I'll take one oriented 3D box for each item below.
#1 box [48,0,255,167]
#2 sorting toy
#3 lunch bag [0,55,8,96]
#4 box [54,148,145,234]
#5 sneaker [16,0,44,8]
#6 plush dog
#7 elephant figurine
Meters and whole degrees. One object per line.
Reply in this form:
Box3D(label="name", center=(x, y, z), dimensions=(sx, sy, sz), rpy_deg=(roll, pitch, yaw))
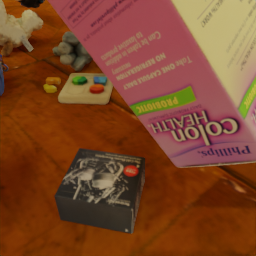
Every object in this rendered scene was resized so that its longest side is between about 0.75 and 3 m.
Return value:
Box3D(label="box", center=(0.770, -1.171, 3.183), dimensions=(1.175, 2.430, 2.137), rpy_deg=(-16, 30, 50))
Box3D(label="sorting toy", center=(-1.584, -1.300, 8.653), dimensions=(2.173, 0.291, 1.619), rpy_deg=(2, 38, 3))
Box3D(label="lunch bag", center=(-4.694, -1.594, 7.931), dimensions=(2.421, 1.645, 1.602), rpy_deg=(-16, 41, -23))
Box3D(label="box", center=(-0.443, 1.109, 5.187), dimensions=(1.358, 0.707, 1.237), rpy_deg=(7, 39, 9))
Box3D(label="sneaker", center=(-2.882, -3.999, 7.334), dimensions=(1.518, 0.991, 2.714), rpy_deg=(13, 43, -41))
Box3D(label="plush dog", center=(-5.018, -3.938, 11.252), dimensions=(2.529, 2.029, 2.173), rpy_deg=(5, 11, -44))
Box3D(label="elephant figurine", center=(-1.845, -2.919, 10.085), dimensions=(1.534, 1.399, 1.977), rpy_deg=(22, 17, -17))
